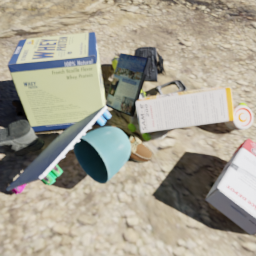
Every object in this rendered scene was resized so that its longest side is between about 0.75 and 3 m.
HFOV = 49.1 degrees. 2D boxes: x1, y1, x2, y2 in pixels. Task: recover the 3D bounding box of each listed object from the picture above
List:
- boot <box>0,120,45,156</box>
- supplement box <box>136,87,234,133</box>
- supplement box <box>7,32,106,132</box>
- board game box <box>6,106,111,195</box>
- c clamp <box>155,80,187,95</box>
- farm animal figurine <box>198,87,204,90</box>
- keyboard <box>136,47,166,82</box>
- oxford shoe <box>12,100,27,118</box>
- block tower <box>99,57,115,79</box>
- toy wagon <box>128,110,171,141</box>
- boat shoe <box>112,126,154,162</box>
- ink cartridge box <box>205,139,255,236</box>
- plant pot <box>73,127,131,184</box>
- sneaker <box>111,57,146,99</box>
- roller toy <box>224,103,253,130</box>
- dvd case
[{"bbox_3d":[-3.946,0.557,9.243,2.076,1.356,0.703,-14,52,0],"label":"boot"},{"bbox_3d":[1.798,-0.654,9.299,2.879,1.059,1.815,-8,8,8],"label":"supplement box"},{"bbox_3d":[-2.315,-1.606,9.991,2.764,2.761,1.855,-7,41,-2],"label":"supplement box"},{"bbox_3d":[-2.072,0.725,8.368,0.374,2.890,2.890,50,50,-15],"label":"board game box"},{"bbox_3d":[1.498,-1.445,11.119,1.602,0.254,1.876,-18,26,11],"label":"c clamp"},{"bbox_3d":[2.929,-1.156,10.702,1.408,1.137,0.708,8,81,-6],"label":"farm animal figurine"},{"bbox_3d":[1.051,-3.197,13.251,1.425,0.543,2.738,1,48,2],"label":"keyboard"},{"bbox_3d":[-4.283,-0.746,11.052,1.184,0.430,0.500,29,65,30],"label":"oxford shoe"},{"bbox_3d":[-1.504,-2.760,12.705,2.592,0.749,0.700,3,47,4],"label":"block tower"},{"bbox_3d":[0.693,-0.359,10.648,2.028,0.401,1.574,32,58,27],"label":"toy wagon"},{"bbox_3d":[0.029,0.538,9.350,1.810,0.668,0.685,29,63,-3],"label":"boat shoe"},{"bbox_3d":[3.563,1.676,8.222,1.652,0.933,2.251,38,57,13],"label":"ink cartridge box"},{"bbox_3d":[-0.664,0.678,8.292,1.537,1.537,1.233,36,51,29],"label":"plant pot"},{"bbox_3d":[-0.197,-1.951,11.516,0.890,0.878,2.329,-34,66,11],"label":"sneaker"},{"bbox_3d":[4.009,-0.348,10.257,0.973,0.680,0.888,-33,94,-11],"label":"roller toy"},{"bbox_3d":[-0.052,-1.664,10.640,1.569,2.200,0.193,24,11,42],"label":"dvd case"}]
